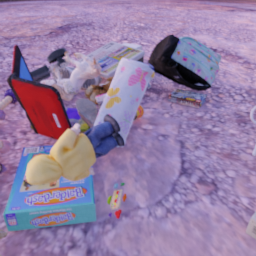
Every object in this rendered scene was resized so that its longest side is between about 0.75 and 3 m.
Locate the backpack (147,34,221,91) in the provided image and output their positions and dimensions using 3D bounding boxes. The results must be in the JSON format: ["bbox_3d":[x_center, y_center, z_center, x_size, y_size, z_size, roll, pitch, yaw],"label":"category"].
[{"bbox_3d":[2.525,-2.753,12.022,2.878,1.822,2.402,25,3,-13],"label":"backpack"}]

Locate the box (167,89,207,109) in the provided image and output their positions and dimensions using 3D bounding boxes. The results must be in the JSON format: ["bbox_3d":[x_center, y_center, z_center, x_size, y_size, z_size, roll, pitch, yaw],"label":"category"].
[{"bbox_3d":[2.528,-1.271,11.953,1.425,0.284,0.975,17,33,26],"label":"box"}]

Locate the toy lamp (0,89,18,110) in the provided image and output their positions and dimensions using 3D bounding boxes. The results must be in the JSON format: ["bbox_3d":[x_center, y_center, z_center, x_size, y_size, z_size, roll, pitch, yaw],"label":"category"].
[{"bbox_3d":[-4.954,-0.722,10.645,0.730,0.730,2.507,1,31,2],"label":"toy lamp"}]

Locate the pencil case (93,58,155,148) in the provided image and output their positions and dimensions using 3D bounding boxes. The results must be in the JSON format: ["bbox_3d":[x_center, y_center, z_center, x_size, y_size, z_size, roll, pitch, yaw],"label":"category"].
[{"bbox_3d":[-0.148,-0.756,8.503,1.105,2.659,1.206,24,1,35],"label":"pencil case"}]

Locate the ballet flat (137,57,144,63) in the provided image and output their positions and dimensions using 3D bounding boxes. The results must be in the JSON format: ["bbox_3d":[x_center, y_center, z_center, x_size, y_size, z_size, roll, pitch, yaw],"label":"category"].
[{"bbox_3d":[0.239,-3.435,15.214,0.530,0.770,2.285,7,36,28],"label":"ballet flat"}]

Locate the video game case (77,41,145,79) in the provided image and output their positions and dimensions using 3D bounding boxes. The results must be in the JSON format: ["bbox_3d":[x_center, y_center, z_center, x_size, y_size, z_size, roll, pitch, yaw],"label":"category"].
[{"bbox_3d":[-0.909,-3.511,14.239,2.428,0.294,2.668,27,53,34],"label":"video game case"}]

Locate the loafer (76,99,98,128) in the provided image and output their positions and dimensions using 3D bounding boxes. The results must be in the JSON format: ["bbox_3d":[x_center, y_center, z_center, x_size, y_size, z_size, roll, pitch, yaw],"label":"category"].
[{"bbox_3d":[-1.304,-0.327,9.835,0.732,0.640,2.037,-15,39,-29],"label":"loafer"}]

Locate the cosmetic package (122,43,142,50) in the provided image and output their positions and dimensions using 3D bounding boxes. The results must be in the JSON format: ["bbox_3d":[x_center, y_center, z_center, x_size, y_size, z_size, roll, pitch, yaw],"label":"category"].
[{"bbox_3d":[-0.377,-4.117,16.086,1.269,0.891,2.502,19,36,29],"label":"cosmetic package"}]

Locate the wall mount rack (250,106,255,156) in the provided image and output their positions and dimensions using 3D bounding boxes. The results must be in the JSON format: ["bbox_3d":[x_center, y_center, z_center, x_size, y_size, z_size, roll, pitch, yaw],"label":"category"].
[{"bbox_3d":[4.691,0.145,8.392,2.154,1.872,0.803,20,9,17],"label":"wall mount rack"}]

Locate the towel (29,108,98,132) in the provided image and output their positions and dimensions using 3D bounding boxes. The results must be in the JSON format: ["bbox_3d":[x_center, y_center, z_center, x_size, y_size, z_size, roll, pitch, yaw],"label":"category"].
[{"bbox_3d":[-2.350,-0.357,10.464,2.291,0.261,1.646,5,31,8],"label":"towel"}]

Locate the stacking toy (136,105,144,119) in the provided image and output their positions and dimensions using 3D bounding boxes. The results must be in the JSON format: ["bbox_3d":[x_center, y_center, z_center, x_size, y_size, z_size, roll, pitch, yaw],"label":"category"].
[{"bbox_3d":[0.247,-0.533,10.318,0.577,0.577,0.790,8,19,14],"label":"stacking toy"}]

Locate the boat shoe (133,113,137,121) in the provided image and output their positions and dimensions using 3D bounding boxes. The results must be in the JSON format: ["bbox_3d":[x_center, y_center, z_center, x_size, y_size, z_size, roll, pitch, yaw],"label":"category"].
[{"bbox_3d":[-0.031,-0.482,9.292,0.642,1.739,0.658,26,14,27],"label":"boat shoe"}]

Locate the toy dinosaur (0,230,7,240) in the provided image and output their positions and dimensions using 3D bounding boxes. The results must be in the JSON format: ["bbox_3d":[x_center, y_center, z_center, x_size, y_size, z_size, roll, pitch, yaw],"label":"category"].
[{"bbox_3d":[-3.434,2.261,4.921,2.326,0.677,1.176,-31,51,-32],"label":"toy dinosaur"}]

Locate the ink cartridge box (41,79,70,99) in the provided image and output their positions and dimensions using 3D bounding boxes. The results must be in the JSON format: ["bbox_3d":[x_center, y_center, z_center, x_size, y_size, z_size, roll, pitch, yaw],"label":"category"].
[{"bbox_3d":[-3.319,-1.688,12.340,1.749,0.593,1.015,-6,31,-8],"label":"ink cartridge box"}]

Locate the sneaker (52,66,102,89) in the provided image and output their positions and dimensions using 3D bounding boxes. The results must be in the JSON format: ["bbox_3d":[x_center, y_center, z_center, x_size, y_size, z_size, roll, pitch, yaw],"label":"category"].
[{"bbox_3d":[-2.470,-2.389,13.450,2.619,0.979,1.074,20,20,19],"label":"sneaker"}]

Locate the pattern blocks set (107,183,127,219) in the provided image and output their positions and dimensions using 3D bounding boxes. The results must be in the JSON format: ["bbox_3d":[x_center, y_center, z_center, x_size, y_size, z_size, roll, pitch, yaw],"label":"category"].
[{"bbox_3d":[-0.253,1.597,6.214,0.690,0.064,0.785,-14,53,54],"label":"pattern blocks set"}]

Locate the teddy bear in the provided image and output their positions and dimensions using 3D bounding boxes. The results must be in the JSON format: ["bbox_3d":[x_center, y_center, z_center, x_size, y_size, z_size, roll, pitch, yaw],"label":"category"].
[{"bbox_3d":[-0.645,-1.624,12.221,2.534,0.846,1.837,-30,34,-28],"label":"teddy bear"}]

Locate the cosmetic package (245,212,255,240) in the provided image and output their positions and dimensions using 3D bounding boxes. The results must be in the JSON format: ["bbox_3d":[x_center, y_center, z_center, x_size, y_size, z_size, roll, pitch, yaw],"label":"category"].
[{"bbox_3d":[3.082,2.003,6.288,0.366,0.542,1.030,28,42,36],"label":"cosmetic package"}]

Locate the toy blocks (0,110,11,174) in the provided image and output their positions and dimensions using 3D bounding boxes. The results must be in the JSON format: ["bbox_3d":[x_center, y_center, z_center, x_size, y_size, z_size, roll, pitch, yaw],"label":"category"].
[{"bbox_3d":[-4.133,0.390,8.083,1.725,1.846,1.554,3,-12,20],"label":"toy blocks"}]

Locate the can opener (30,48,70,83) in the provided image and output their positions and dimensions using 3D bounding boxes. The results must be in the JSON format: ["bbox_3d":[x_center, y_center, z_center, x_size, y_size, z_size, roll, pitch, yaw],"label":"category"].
[{"bbox_3d":[-3.621,-2.468,11.932,2.559,0.673,0.850,-34,81,-13],"label":"can opener"}]

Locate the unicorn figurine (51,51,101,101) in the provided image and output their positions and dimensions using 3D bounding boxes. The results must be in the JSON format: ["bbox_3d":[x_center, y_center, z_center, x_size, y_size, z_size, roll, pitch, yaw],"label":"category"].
[{"bbox_3d":[-1.976,-2.174,10.988,0.990,2.681,1.842,-16,56,-48],"label":"unicorn figurine"}]

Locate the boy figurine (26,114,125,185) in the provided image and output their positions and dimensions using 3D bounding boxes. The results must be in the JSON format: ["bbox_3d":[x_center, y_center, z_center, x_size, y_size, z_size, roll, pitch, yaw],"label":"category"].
[{"bbox_3d":[-1.185,0.641,6.415,2.313,1.438,0.745,-31,38,-18],"label":"boy figurine"}]

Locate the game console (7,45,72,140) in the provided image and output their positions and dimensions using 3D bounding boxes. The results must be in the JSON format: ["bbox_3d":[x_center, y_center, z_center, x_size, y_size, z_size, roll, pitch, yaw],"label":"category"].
[{"bbox_3d":[-2.579,-0.990,8.804,2.228,2.586,1.535,15,57,14],"label":"game console"}]

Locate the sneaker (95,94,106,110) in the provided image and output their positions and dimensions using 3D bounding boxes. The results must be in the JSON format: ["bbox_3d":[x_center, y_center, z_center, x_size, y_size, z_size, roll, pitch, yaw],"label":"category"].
[{"bbox_3d":[-0.599,-0.716,10.033,0.697,0.826,1.889,-9,-2,16],"label":"sneaker"}]

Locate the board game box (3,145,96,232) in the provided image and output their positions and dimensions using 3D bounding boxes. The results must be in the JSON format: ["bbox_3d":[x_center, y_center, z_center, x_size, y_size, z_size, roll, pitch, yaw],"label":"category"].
[{"bbox_3d":[-1.884,1.361,7.268,1.978,0.585,2.600,-4,30,-7],"label":"board game box"}]
